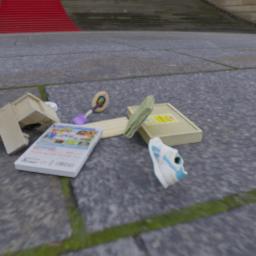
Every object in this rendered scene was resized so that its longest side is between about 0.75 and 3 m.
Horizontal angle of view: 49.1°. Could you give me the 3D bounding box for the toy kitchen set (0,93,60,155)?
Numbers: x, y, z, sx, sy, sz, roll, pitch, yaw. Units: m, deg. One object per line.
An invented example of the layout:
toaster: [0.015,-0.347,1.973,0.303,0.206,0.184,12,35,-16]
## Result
toy kitchen set: [-3.459,0.159,9.573,1.892,1.707,1.544,-31,70,6]

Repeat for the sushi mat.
sushi mat: [-1.011,0.065,10.254,2.600,0.157,1.244,-11,27,-22]

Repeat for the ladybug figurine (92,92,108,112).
ladybug figurine: [-1.235,-1.128,12.148,0.996,0.676,0.358,-60,24,-16]

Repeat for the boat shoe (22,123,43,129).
boat shoe: [-3.823,-0.197,10.341,1.641,0.589,0.555,4,23,29]

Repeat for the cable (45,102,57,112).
cable: [-3.499,-0.878,12.212,0.803,0.278,0.803,0,24,1]

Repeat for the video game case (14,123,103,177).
video game case: [-2.020,0.581,8.746,1.824,0.230,2.547,5,29,12]

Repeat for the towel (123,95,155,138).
towel: [0.407,-0.397,9.399,0.327,1.330,1.792,38,19,-8]

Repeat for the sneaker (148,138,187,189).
sneaker: [0.981,0.786,7.114,0.693,0.657,1.716,-28,32,10]

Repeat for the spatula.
spatula: [-1.509,-0.599,10.981,1.415,0.400,0.145,-40,-7,-13]

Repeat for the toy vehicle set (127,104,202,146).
toy vehicle set: [1.224,-0.194,10.540,1.858,0.396,2.991,-6,25,-13]
